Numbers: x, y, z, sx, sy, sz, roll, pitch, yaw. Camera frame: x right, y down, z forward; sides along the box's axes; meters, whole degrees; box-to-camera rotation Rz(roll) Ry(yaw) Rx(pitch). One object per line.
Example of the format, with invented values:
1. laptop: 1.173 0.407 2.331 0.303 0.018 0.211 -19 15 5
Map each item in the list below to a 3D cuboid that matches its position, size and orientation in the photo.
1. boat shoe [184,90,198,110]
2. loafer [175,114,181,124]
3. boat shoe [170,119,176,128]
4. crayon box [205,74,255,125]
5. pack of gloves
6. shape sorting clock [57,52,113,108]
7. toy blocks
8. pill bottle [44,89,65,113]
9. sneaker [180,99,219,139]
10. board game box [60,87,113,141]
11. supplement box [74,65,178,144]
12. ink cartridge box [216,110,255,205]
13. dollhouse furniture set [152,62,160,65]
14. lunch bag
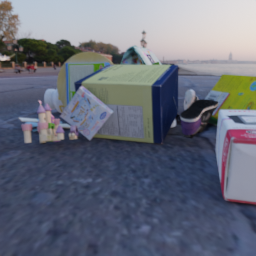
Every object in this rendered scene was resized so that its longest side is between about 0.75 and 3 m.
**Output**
1. boat shoe: 2.867 -1.231 12.471 0.536 0.567 1.582 -14 -26 -3
2. loafer: 1.941 -0.356 10.704 0.326 0.285 0.906 -21 14 -8
3. boat shoe: 1.342 -0.727 10.846 0.929 0.860 2.517 2 20 4
4. crayon box: 3.857 -0.824 9.470 0.733 1.832 2.886 38 -3 -26
5. pack of gloves: -2.943 -0.064 9.840 1.543 0.304 1.296 3 9 -33
6. shape sorting clock: -1.584 -1.679 11.265 2.660 2.660 0.522 3 8 14
7. toy blocks: -2.082 -0.154 7.610 1.235 1.040 1.154 -6 -4 7
8. pill bottle: -2.495 -1.253 12.491 2.253 1.262 1.262 3 14 10
9. sneaker: 2.016 -0.277 8.039 0.648 0.750 1.712 19 35 39
10. board game box: -1.199 -0.399 7.994 1.131 1.134 0.233 40 26 -4
11. supplement box: 0.103 -0.923 9.084 2.620 1.761 2.623 5 25 19
12. ink cartridge box: 2.870 0.440 5.555 2.060 1.195 2.791 3 15 13
13. dollhouse furniture set: 0.143 -1.536 11.321 2.801 1.081 1.400 -19 42 14
14. lunch bag: 0.655 -2.302 13.202 1.810 2.968 2.529 6 14 24
